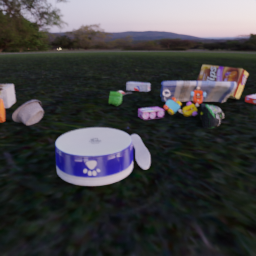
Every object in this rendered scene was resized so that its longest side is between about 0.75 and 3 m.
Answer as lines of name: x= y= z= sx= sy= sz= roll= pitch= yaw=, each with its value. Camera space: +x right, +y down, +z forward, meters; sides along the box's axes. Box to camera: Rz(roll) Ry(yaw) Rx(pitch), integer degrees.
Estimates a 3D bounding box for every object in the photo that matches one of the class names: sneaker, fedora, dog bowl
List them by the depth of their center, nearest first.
dog bowl: x=-0.784 y=0.607 z=6.587 sx=1.797 sy=0.708 sz=1.797 roll=0 pitch=19 yaw=0
sneaker: x=0.304 y=0.676 z=6.973 sx=0.350 sy=0.491 sz=0.991 roll=-18 pitch=54 yaw=-8
sneaker: x=2.957 y=-0.470 z=9.702 sx=0.783 sy=0.717 sz=1.838 roll=3 pitch=19 yaw=8
fedora: x=-3.380 y=-0.445 z=9.713 sx=1.093 sy=0.967 sz=0.494 roll=-39 pitch=72 yaw=-25

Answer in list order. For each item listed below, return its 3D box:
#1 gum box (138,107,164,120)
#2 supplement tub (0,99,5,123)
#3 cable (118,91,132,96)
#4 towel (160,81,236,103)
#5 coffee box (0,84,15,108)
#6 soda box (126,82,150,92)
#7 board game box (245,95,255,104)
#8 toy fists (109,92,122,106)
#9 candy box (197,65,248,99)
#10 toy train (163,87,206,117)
gum box: x=0.843 y=-0.545 z=10.547 sx=0.903 sy=0.299 sz=0.513 roll=-8 pitch=20 yaw=-21
supplement tub: x=-5.093 y=-0.528 z=9.365 sx=1.692 sy=1.037 sz=1.037 roll=-6 pitch=20 yaw=-14
cable: x=-0.141 y=-1.797 z=14.298 sx=0.886 sy=0.223 sz=0.430 roll=-11 pitch=22 yaw=-30
towel: x=2.837 y=-1.484 z=11.810 sx=2.936 sy=0.349 sz=2.156 roll=2 pitch=-11 yaw=5
coffee box: x=-6.137 y=-1.354 z=12.048 sx=2.127 sy=0.849 sz=1.202 roll=-3 pitch=19 yaw=-7
soda box: x=0.547 y=-2.252 z=15.344 sx=1.265 sy=0.401 sz=0.432 roll=8 pitch=20 yaw=21
board game box: x=6.101 y=-1.232 z=12.610 sx=0.951 sy=0.251 sz=1.243 roll=-12 pitch=23 yaw=-32
toy fists: x=-0.552 y=-1.296 z=12.479 sx=0.564 sy=0.380 sz=1.106 roll=4 pitch=26 yaw=-1
candy box: x=4.551 y=-2.308 z=13.920 sx=0.651 sy=1.346 sz=2.307 roll=17 pitch=3 yaw=-40
toy train: x=2.152 y=-0.971 z=10.841 sx=1.649 sy=1.238 sz=0.459 roll=2 pitch=-24 yaw=4
